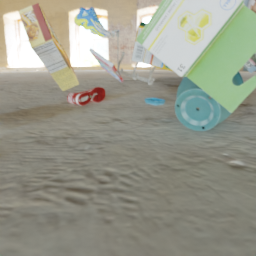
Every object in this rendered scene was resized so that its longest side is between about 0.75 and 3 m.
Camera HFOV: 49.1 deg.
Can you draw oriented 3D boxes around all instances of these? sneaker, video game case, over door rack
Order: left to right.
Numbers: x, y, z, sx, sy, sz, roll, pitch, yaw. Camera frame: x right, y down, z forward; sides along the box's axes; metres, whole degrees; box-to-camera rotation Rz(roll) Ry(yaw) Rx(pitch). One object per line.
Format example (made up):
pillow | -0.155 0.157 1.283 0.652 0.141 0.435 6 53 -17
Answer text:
sneaker | -2.368 -1.811 15.327 1.331 0.903 2.305 11 17 32
sneaker | -1.431 -4.465 11.750 1.783 0.936 0.675 26 29 4
video game case | -0.704 -2.055 9.306 1.017 0.124 1.423 38 -1 16
over door rack | 0.368 -3.276 12.838 1.905 2.578 0.859 20 58 18

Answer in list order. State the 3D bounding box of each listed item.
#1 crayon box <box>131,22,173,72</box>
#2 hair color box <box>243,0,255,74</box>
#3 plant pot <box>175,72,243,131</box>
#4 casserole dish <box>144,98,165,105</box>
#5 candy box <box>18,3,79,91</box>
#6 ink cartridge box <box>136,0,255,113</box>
crayon box | 1.145 -2.515 8.924 1.884 1.184 0.486 16 39 4
hair color box | 3.413 -2.895 7.652 0.821 1.341 2.709 -33 23 50
plant pot | 2.781 -1.039 10.090 2.346 2.346 2.204 8 32 27
casserole dish | 1.417 -1.412 15.022 0.778 0.249 1.285 -9 18 -32
candy box | -2.443 -2.445 8.964 0.704 1.469 2.546 -24 -22 -1
ink cartridge box | 1.919 -1.995 6.442 2.896 2.107 0.694 43 22 11
